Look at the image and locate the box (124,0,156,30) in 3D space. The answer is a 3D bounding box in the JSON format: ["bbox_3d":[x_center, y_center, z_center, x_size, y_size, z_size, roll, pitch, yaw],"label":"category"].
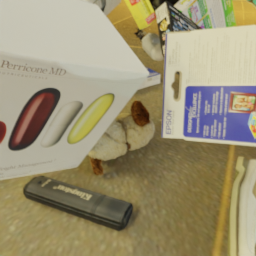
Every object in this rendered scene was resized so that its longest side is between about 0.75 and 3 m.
[{"bbox_3d":[0.234,-3.495,7.680,0.360,1.438,0.541,0,39,50],"label":"box"}]

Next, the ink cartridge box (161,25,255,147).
[{"bbox_3d":[1.921,-0.858,5.817,2.372,2.344,0.557,5,5,29],"label":"ink cartridge box"}]

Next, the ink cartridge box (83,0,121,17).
[{"bbox_3d":[-1.755,-4.049,8.758,2.047,1.187,2.774,27,61,16],"label":"ink cartridge box"}]

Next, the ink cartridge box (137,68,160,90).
[{"bbox_3d":[0.272,-2.059,12.097,2.109,0.466,0.992,-20,39,-28],"label":"ink cartridge box"}]

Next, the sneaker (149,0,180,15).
[{"bbox_3d":[1.566,-4.498,10.543,2.299,0.690,1.199,12,6,-21],"label":"sneaker"}]

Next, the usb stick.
[{"bbox_3d":[-1.165,1.652,6.359,2.625,0.428,0.728,12,35,19],"label":"usb stick"}]

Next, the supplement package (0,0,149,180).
[{"bbox_3d":[-1.744,-0.717,4.989,2.713,2.837,2.086,-5,53,-47],"label":"supplement package"}]

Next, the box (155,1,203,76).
[{"bbox_3d":[1.697,-2.275,7.981,2.037,0.506,2.022,17,59,-39],"label":"box"}]

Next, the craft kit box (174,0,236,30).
[{"bbox_3d":[2.613,-3.703,9.865,2.514,2.546,0.618,-42,52,0],"label":"craft kit box"}]

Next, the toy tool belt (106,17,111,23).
[{"bbox_3d":[-0.954,-3.798,11.434,0.817,1.309,0.804,-39,83,-29],"label":"toy tool belt"}]

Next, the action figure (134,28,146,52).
[{"bbox_3d":[0.652,-3.601,11.161,0.553,1.083,0.644,-29,-6,43],"label":"action figure"}]

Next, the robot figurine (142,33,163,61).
[{"bbox_3d":[0.938,-2.769,9.610,0.693,1.041,1.227,-41,51,11],"label":"robot figurine"}]

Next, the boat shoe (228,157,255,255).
[{"bbox_3d":[2.676,1.588,5.828,1.017,1.111,2.972,8,32,23],"label":"boat shoe"}]

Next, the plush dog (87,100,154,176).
[{"bbox_3d":[-0.208,0.184,7.611,1.938,2.256,1.810,-16,68,-7],"label":"plush dog"}]

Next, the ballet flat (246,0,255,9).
[{"bbox_3d":[3.435,-3.363,7.469,0.401,0.370,1.188,-30,41,30],"label":"ballet flat"}]
